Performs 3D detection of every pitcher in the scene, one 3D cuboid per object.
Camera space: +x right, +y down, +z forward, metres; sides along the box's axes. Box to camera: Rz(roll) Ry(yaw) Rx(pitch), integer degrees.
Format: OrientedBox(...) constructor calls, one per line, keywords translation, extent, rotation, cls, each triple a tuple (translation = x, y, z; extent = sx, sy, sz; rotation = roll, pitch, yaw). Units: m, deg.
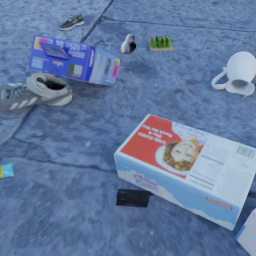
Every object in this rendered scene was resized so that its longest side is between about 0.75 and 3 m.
OrientedBox(translation=(3.883, -2.001, 10.219), extent=(1.456, 1.029, 1.697), rotation=(7, 52, 22), cls="pitcher")

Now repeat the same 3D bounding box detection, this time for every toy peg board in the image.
OrientedBox(translation=(1.474, -3.935, 12.665), extent=(1.004, 0.491, 0.999), rotation=(0, 42, -1), cls="toy peg board")

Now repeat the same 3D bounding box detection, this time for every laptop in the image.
OrientedBox(translation=(0.122, 1.563, 6.048), extent=(0.723, 0.816, 0.421), rotation=(6, 33, -3), cls="laptop")

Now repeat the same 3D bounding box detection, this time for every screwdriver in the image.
OrientedBox(translation=(4.452, -1.366, 10.023), extent=(1.345, 0.196, 0.188), rotation=(-31, 50, -31), cls="screwdriver")

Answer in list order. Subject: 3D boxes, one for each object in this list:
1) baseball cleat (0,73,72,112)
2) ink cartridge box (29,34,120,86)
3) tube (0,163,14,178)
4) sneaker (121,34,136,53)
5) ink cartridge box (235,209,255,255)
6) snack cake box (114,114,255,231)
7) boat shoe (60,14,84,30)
OrientedBox(translation=(-3.249, -1.220, 8.840), extent=(2.837, 1.510, 0.989), rotation=(-7, 71, -7), cls="baseball cleat")
OrientedBox(translation=(-1.752, -2.169, 9.177), extent=(2.024, 1.132, 2.967), rotation=(15, 12, 17), cls="ink cartridge box")
OrientedBox(translation=(-3.499, 1.176, 7.158), extent=(1.053, 0.265, 0.408), rotation=(-10, 56, -18), cls="tube")
OrientedBox(translation=(0.129, -3.722, 12.457), extent=(0.566, 0.478, 1.295), rotation=(13, 47, 13), cls="sneaker")
OrientedBox(translation=(3.245, 1.970, 5.503), extent=(1.608, 1.180, 1.174), rotation=(-23, 49, -24), cls="ink cartridge box")
OrientedBox(translation=(1.377, 0.900, 6.745), extent=(2.967, 0.997, 1.706), rotation=(21, 50, 26), cls="snack cake box")
OrientedBox(translation=(-2.918, -5.468, 14.408), extent=(0.562, 0.448, 1.486), rotation=(26, 48, 26), cls="boat shoe")
